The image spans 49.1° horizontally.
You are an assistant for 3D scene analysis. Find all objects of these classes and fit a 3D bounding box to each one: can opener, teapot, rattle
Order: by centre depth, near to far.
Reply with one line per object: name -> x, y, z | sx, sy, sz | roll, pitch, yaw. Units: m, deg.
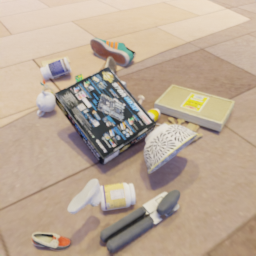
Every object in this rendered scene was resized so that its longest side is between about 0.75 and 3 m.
can opener -> 0.408, 2.393, 7.669 | 2.505, 0.837, 0.668 | -23, 49, -30
teapot -> -3.436, -1.015, 11.435 | 0.883, 0.894, 0.653 | -19, 8, 30
rattle -> -3.640, -1.694, 12.291 | 0.593, 0.911, 0.651 | -14, 10, 17

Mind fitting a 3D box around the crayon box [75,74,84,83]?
crayon box -> -2.031, -1.740, 12.483 | 0.374, 0.763, 1.284 | -20, 42, 2

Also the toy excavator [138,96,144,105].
toy excavator -> 0.276, -0.867, 11.334 | 0.814, 0.407, 0.792 | -7, 72, 36

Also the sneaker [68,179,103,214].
sneaker -> -0.989, 1.826, 6.877 | 0.382, 0.600, 1.038 | 9, 42, 38

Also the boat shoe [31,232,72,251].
boat shoe -> -2.014, 2.962, 7.387 | 1.052, 0.329, 0.374 | 11, 40, -5

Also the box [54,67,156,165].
box -> -0.817, -0.529, 9.851 | 2.331, 0.675, 2.932 | -33, 74, -24

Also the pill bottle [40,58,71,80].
pill bottle -> -3.523, -2.842, 13.672 | 1.332, 0.771, 0.771 | -20, 43, -3

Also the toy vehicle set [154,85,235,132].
toy vehicle set -> 2.766, -0.922, 11.735 | 2.876, 0.381, 1.787 | 21, 44, 26

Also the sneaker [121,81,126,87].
sneaker -> -0.970, -1.126, 11.674 | 1.060, 1.093, 2.994 | 12, 32, 11

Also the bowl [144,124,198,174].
bowl -> 1.147, 0.494, 8.905 | 1.983, 1.983, 0.931 | -30, 73, -30

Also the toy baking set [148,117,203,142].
toy baking set -> 1.752, 0.172, 10.730 | 2.124, 0.247, 1.630 | -19, 38, -31

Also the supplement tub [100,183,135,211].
supplement tub -> -0.324, 2.014, 8.252 | 0.993, 0.722, 0.722 | -7, 42, -8

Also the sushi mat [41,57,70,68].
sushi mat -> -3.927, -3.558, 15.132 | 1.493, 0.090, 0.714 | -17, 45, -18

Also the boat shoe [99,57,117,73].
boat shoe -> -1.068, -2.842, 13.658 | 0.704, 0.742, 1.961 | -20, 30, 25

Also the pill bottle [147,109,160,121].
pill bottle -> 0.941, -0.455, 11.105 | 0.483, 0.483, 0.884 | 21, 32, 22

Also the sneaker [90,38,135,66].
sneaker -> -0.833, -4.231, 15.312 | 2.750, 0.982, 1.099 | 32, 48, 22
